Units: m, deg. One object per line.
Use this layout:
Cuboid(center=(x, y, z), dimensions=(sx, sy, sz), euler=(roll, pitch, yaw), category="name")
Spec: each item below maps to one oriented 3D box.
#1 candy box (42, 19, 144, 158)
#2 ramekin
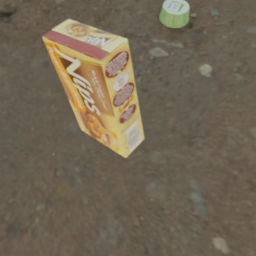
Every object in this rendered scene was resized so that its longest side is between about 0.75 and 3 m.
Cuboid(center=(-0.583, -0.689, 5.727), dimensions=(1.527, 2.645, 0.731), euler=(28, 59, 30), category="candy box")
Cuboid(center=(1.850, -4.563, 11.057), dimensions=(1.184, 0.578, 1.184), euler=(0, 59, 0), category="ramekin")
